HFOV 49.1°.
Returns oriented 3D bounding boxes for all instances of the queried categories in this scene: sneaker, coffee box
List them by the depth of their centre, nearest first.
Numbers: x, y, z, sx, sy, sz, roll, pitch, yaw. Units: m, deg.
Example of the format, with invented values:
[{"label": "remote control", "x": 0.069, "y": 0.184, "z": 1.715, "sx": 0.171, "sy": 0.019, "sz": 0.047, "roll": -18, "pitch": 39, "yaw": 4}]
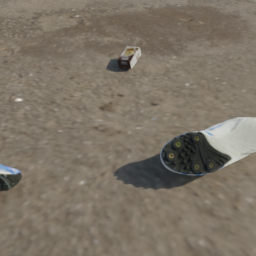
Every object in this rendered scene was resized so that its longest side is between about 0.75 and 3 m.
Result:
[{"label": "sneaker", "x": -3.273, "y": 0.832, "z": 6.518, "sx": 1.879, "sy": 0.738, "sz": 0.838, "roll": 13, "pitch": 45, "yaw": 15}, {"label": "sneaker", "x": 2.045, "y": 0.464, "z": 6.769, "sx": 2.940, "sy": 1.066, "sz": 1.057, "roll": -13, "pitch": 81, "yaw": -22}, {"label": "coffee box", "x": 0.047, "y": -2.689, "z": 10.692, "sx": 0.534, "sy": 0.377, "sz": 0.944, "roll": 10, "pitch": 51, "yaw": 24}]
